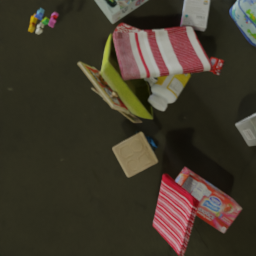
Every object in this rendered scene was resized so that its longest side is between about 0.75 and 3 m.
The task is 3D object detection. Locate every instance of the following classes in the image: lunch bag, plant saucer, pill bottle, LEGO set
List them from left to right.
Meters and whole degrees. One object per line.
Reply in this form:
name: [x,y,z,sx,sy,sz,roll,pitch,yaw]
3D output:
LEGO set: [-3.100,-3.598,9.751,0.595,1.561,0.641,22,77,-36]
plant saucer: [-0.122,-1.745,10.008,0.628,2.621,2.625,-30,121,19]
pill bottle: [1.447,-1.519,10.015,0.985,0.985,1.758,33,83,4]
lunch bag: [5.803,-4.905,11.387,2.839,1.171,2.282,-36,85,-4]

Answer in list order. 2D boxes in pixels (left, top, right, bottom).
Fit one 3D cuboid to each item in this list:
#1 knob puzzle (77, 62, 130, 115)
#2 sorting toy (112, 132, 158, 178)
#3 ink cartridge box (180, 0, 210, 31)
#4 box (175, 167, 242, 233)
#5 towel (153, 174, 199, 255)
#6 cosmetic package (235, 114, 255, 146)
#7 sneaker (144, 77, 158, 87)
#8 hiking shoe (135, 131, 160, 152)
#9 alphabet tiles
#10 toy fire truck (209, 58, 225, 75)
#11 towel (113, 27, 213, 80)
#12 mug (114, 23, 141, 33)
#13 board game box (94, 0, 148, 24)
knob puzzle: [-0.575,-1.406,9.902,0.344,2.478,2.478,-42,84,14]
sorting toy: [0.239,0.942,9.792,1.296,0.236,1.200,-30,86,17]
ink cartridge box: [2.855,-5.021,11.819,1.040,0.366,1.744,10,86,1]
box: [2.758,2.592,10.238,2.287,1.092,1.140,33,97,-1]
towel: [1.433,2.773,8.999,0.250,1.609,2.225,-6,116,-31]
cosmetic package: [5.722,-0.367,10.695,2.628,1.404,1.185,-30,84,-5]
sneaker: [0.624,-1.856,9.873,0.972,0.363,0.398,56,129,30]
hiking shoe: [0.722,0.484,11.124,0.473,0.406,1.092,-43,94,-13]
alphabet tiles: [-0.426,-0.820,10.425,2.059,1.721,0.078,38,98,9]
toy fire truck: [2.831,-2.227,9.932,1.031,1.462,0.356,22,96,15]
towel: [1.073,-2.525,9.225,2.946,0.335,2.122,-8,57,-9]
mug: [0.458,-3.246,11.141,1.907,1.693,1.272,28,106,12]
board game box: [-0.171,-5.880,11.712,2.519,0.810,1.858,-36,85,-5]
